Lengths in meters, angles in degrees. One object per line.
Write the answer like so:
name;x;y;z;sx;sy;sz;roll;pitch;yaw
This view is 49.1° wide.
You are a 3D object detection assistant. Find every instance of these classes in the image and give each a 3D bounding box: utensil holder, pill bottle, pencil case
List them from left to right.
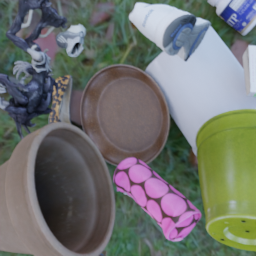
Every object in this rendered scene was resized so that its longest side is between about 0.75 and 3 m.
pencil case;0.463;1.315;5.197;1.738;0.789;0.814;38;103;42
utensil holder;2.039;-0.958;7.432;2.295;2.295;2.701;-34;88;-1
pill bottle;3.136;-3.528;8.208;1.508;0.903;0.903;40;89;3

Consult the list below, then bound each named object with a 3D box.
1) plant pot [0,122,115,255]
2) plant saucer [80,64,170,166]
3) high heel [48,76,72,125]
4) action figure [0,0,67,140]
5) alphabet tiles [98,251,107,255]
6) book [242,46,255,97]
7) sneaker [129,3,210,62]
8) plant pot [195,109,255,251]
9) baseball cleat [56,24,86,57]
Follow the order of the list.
plant pot;-1.801;1.391;5.481;2.212;2.536;2.536;-20;88;22
plant saucer;-0.084;-0.306;7.771;2.841;0.520;2.841;7;103;30
high heel;-1.699;-0.523;8.166;1.420;0.711;1.992;-44;80;5
action figure;-2.159;-1.194;5.682;1.452;1.692;2.846;13;95;15
alphabet tiles;-1.547;3.020;5.241;2.102;2.515;0.095;-6;93;2
book;3.132;-1.046;5.513;1.562;0.375;1.043;4;69;4
sneaker;0.817;-1.811;5.059;0.986;2.264;0.843;37;109;16
plant pot;2.080;1.008;4.945;1.956;1.956;1.884;20;51;1
baseball cleat;-1.282;-1.782;5.980;0.405;1.163;0.619;9;82;-31
